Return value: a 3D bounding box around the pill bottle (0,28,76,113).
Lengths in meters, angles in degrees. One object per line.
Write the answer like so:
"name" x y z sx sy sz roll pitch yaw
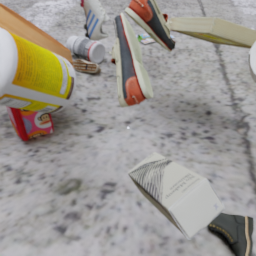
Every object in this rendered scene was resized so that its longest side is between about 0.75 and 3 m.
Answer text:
"pill bottle" -1.980 -0.957 4.864 1.206 1.206 2.208 22 5 24

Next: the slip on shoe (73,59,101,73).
"slip on shoe" -1.695 -2.512 11.553 1.307 0.497 0.396 13 1 28

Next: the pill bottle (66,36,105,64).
"pill bottle" -1.871 -3.444 12.214 1.622 0.940 0.940 27 47 30

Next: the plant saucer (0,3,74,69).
"plant saucer" -2.660 -2.464 7.342 2.984 0.558 2.984 33 9 -6

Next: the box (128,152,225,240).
"box" 0.577 0.852 3.952 0.633 0.527 1.540 -37 16 -12

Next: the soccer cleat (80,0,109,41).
"soccer cleat" -0.873 -3.150 7.434 0.711 1.646 0.575 0 36 9

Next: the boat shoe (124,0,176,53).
"boat shoe" 0.815 -2.878 7.779 0.866 0.761 2.433 46 14 31

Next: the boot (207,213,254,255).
"boot" 2.022 2.297 5.752 0.950 0.532 1.373 11 28 19

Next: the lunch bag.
"lunch bag" -3.220 -1.320 8.371 1.200 2.581 2.930 -19 43 -21

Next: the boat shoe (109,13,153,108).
"boat shoe" -0.055 -1.321 5.355 0.608 0.692 1.943 -21 70 21

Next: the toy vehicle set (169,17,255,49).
"toy vehicle set" 2.270 -2.516 7.404 1.644 0.351 2.646 10 18 -18

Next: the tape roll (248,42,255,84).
"tape roll" 3.070 -1.325 5.489 1.314 0.459 1.314 -4 78 21

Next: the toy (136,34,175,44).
"toy" 1.319 -4.765 14.184 1.888 0.446 1.087 -21 45 -24
